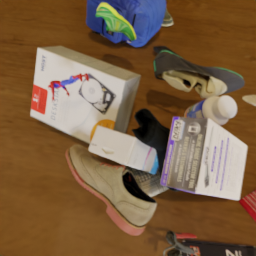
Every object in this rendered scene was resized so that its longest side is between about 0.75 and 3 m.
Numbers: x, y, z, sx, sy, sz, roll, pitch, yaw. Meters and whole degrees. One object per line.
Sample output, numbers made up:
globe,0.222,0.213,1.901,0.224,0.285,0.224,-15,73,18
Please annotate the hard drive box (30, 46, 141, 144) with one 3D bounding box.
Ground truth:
hard drive box,-1.326,-0.903,8.246,2.833,2.208,1.088,23,26,17

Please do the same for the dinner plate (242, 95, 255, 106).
dinner plate,2.944,-0.565,6.010,0.931,0.113,0.931,9,22,-4

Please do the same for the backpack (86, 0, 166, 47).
backpack,-0.135,-4.765,11.752,2.992,2.431,2.510,31,65,9

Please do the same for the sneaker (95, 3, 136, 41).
sneaker,-0.399,-3.403,9.272,1.576,0.659,0.584,37,11,-15

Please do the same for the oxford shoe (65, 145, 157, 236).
oxford shoe,-0.441,1.264,7.227,2.978,1.114,1.049,41,21,22

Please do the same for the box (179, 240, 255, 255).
box,2.103,3.723,5.739,2.017,0.614,2.502,6,50,1

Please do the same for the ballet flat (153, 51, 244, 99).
ballet flat,1.982,-1.350,8.047,2.732,0.998,0.998,18,51,-4

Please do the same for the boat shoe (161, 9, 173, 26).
boat shoe,1.340,-5.760,13.544,0.914,0.776,2.510,-21,53,-17

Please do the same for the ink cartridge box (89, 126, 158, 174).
ink cartridge box,-0.024,0.595,7.197,1.206,1.668,0.706,16,84,31

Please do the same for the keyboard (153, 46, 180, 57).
keyboard,1.833,-2.559,11.240,1.235,0.470,2.372,-12,46,-40

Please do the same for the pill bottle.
pill bottle,2.282,-0.402,7.810,0.826,1.474,0.826,5,76,-20

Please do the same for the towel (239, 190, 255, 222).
towel,3.650,2.029,7.472,1.160,0.130,0.839,-23,52,-20

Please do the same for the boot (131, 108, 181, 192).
boot,0.702,0.527,6.489,0.666,1.465,1.743,-23,59,24

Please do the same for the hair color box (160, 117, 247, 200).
hair color box,1.806,0.773,6.225,0.841,2.594,1.418,5,79,38

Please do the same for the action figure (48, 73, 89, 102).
action figure,-1.439,-0.912,6.545,1.128,0.559,0.368,-5,6,30

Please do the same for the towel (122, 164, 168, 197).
towel,0.744,1.044,7.965,1.783,0.308,1.716,-24,53,-3

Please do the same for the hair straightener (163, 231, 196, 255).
hair straightener,0.842,1.983,4.504,0.310,1.514,0.583,1,70,21
